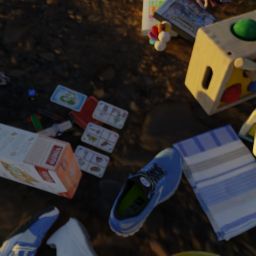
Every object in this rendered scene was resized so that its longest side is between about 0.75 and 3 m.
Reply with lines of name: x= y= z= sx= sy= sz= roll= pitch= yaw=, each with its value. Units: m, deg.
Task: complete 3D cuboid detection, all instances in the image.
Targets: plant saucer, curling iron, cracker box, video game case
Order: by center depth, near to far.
cracker box: x=-2.610 y=0.735 z=6.735 sx=2.721 sy=1.823 sz=0.785 roll=14 pitch=60 yaw=9
curling iron: x=-2.162 y=-0.371 z=8.445 sx=1.312 sy=0.168 sz=0.325 roll=13 pitch=70 yaw=19
plant saucer: x=-1.134 y=-0.451 z=8.510 sx=1.038 sy=0.191 sz=1.040 roll=38 pitch=64 yaw=22
video game case: x=2.173 y=-4.140 z=10.494 sx=2.053 sy=0.262 sz=1.855 roll=34 pitch=58 yaw=2

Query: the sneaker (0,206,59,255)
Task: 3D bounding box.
sneaker: x=-2.319 y=2.749 z=6.124 sx=0.894 sy=0.879 sz=2.321 roll=39 pitch=69 yaw=6

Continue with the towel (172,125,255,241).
towel: x=2.581 y=1.255 z=7.310 sx=2.043 sy=0.331 sz=2.781 roll=-17 pitch=58 yaw=-12

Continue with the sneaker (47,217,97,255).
sneaker: x=-1.001 y=2.996 z=5.978 sx=0.921 sy=0.788 sz=2.115 roll=-32 pitch=52 yaw=-12

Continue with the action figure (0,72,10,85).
action figure: x=-4.326 y=-1.354 z=8.907 sx=0.845 sy=0.451 sz=1.299 roll=-1 pitch=49 yaw=29

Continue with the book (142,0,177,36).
book: x=1.230 y=-4.376 z=10.969 sx=1.333 sy=0.479 sz=1.995 roll=1 pitch=59 yaw=3

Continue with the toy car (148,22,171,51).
toy car: x=1.075 y=-3.261 z=9.856 sx=0.714 sy=0.952 sz=0.833 roll=15 pitch=56 yaw=-8

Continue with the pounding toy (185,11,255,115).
pounding toy: x=3.089 y=-1.760 z=7.766 sx=2.618 sy=2.844 sz=2.022 roll=-21 pitch=59 yaw=-13

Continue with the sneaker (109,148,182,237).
sneaker: x=0.529 y=1.412 z=6.726 sx=0.999 sy=1.134 sz=2.544 roll=32 pitch=62 yaw=19

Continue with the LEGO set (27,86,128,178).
LEGO set: x=-1.768 y=-0.013 z=8.090 sx=2.973 sy=0.730 sz=2.221 roll=22 pitch=62 yaw=-1

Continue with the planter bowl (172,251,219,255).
planter bowl: x=1.286 y=3.881 z=5.072 sx=2.863 sy=1.193 sz=2.863 roll=0 pitch=56 yaw=0

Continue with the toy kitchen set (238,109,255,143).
toy kitchen set: x=3.648 y=1.083 z=6.982 sx=2.241 sy=1.648 sz=2.798 roll=27 pitch=41 yaw=17

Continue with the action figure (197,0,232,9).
action figure: x=3.587 y=-5.806 z=11.722 sx=1.510 sy=1.359 sz=2.028 roll=-27 pitch=46 yaw=25

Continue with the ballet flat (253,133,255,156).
ballet flat: x=3.505 y=0.608 z=7.032 sx=0.644 sy=1.790 sz=0.644 roll=-26 pitch=41 yaw=24
